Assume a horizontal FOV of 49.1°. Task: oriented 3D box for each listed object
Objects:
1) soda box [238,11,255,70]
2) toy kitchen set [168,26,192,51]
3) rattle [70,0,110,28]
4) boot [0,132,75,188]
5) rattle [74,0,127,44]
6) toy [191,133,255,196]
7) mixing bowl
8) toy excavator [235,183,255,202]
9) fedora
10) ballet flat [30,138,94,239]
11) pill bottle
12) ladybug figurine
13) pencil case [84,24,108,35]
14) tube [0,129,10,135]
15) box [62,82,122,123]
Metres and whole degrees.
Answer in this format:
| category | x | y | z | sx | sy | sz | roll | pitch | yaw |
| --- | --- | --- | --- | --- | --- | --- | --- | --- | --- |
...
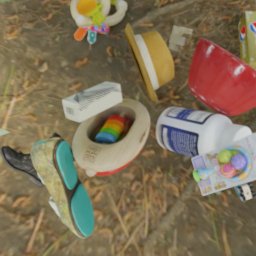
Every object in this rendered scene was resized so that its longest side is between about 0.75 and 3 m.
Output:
| category | x | y | z | sx | sy | sz | roll | pitch | yaw |
| --- | --- | --- | --- | --- | --- | --- | --- | --- | --- |
| soda box | 5.003 | -3.425 | 11.222 | 0.783 | 0.829 | 2.448 | 3 | 69 | 1 |
| toy kitchen set | 1.845 | -2.931 | 9.317 | 0.677 | 0.750 | 0.612 | -6 | 27 | -38 |
| rattle | -1.316 | -4.038 | 8.099 | 1.274 | 1.398 | 1.957 | -6 | 83 | 30 |
| boot | -2.252 | 0.635 | 7.178 | 1.618 | 0.560 | 1.409 | 41 | 103 | -14 |
| rattle | -1.165 | -4.896 | 11.301 | 2.655 | 1.897 | 1.729 | -44 | 94 | -21 |
| toy | 1.998 | 0.769 | 5.769 | 0.360 | 1.526 | 0.879 | 13 | 56 | -43 |
| mixing bowl | 2.510 | -1.168 | 7.447 | 2.417 | 2.417 | 1.309 | 38 | 107 | 13 |
| toy excavator | 3.141 | 1.608 | 7.926 | 0.396 | 0.792 | 0.770 | -21 | 97 | -5 |
| fedora | 0.670 | -1.874 | 7.752 | 0.932 | 2.285 | 2.285 | -21 | 70 | 4 |
| ballet flat | -1.603 | 1.505 | 6.854 | 1.017 | 2.878 | 1.017 | -10 | 27 | 5 |
| pill bottle | 1.917 | 0.210 | 7.292 | 2.272 | 1.262 | 1.262 | 18 | 64 | 49 |
| ladybug figurine | -0.374 | 0.265 | 6.878 | 1.710 | 0.906 | 2.518 | 14 | 45 | 22 |
| pencil case | -1.161 | -3.625 | 10.084 | 0.912 | 0.403 | 0.403 | 1 | 65 | -37 |
| tube | -3.282 | 0.014 | 6.233 | 1.354 | 0.351 | 0.393 | 15 | 64 | 30 |
| box | -0.745 | -0.587 | 6.048 | 0.523 | 0.435 | 1.273 | 16 | 35 | 39 |
